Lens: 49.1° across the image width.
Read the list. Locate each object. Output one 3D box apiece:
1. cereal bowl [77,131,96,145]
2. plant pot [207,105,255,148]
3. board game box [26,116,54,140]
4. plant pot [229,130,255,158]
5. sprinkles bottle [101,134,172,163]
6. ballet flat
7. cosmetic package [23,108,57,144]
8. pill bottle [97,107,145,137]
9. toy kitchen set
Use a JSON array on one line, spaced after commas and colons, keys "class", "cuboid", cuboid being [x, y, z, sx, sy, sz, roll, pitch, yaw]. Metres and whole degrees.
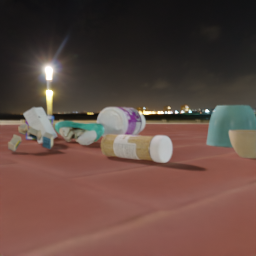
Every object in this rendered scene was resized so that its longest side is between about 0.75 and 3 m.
[{"class": "cereal bowl", "cuboid": [-1.619, 0.455, 11.315, 0.809, 0.337, 0.809, -28, -15, -8]}, {"class": "plant pot", "cuboid": [4.220, -0.096, 11.331, 2.011, 1.614, 2.011, -1, 2, 0]}, {"class": "board game box", "cuboid": [-4.693, -0.033, 14.981, 0.401, 1.204, 1.790, 1, 3, 22]}, {"class": "plant pot", "cuboid": [3.447, 0.457, 7.946, 1.119, 0.751, 1.119, 0, 3, 0]}, {"class": "sprinkles bottle", "cuboid": [0.174, 0.517, 7.479, 1.963, 0.670, 0.670, 1, 2, 38]}, {"class": "ballet flat", "cuboid": [-2.423, 0.208, 12.896, 2.658, 0.895, 0.935, 1, 40, 21]}, {"class": "cosmetic package", "cuboid": [-3.824, -0.106, 12.249, 0.606, 1.492, 0.842, -31, -1, 11]}, {"class": "pill bottle", "cuboid": [-0.221, -0.268, 14.953, 1.660, 1.660, 2.958, 1, 3, 27]}, {"class": "toy kitchen set", "cuboid": [-3.277, 0.550, 9.485, 1.165, 0.933, 0.686, 21, -36, -1]}]
